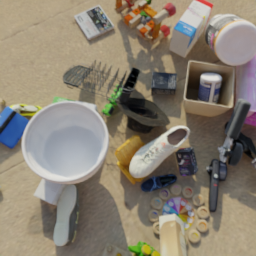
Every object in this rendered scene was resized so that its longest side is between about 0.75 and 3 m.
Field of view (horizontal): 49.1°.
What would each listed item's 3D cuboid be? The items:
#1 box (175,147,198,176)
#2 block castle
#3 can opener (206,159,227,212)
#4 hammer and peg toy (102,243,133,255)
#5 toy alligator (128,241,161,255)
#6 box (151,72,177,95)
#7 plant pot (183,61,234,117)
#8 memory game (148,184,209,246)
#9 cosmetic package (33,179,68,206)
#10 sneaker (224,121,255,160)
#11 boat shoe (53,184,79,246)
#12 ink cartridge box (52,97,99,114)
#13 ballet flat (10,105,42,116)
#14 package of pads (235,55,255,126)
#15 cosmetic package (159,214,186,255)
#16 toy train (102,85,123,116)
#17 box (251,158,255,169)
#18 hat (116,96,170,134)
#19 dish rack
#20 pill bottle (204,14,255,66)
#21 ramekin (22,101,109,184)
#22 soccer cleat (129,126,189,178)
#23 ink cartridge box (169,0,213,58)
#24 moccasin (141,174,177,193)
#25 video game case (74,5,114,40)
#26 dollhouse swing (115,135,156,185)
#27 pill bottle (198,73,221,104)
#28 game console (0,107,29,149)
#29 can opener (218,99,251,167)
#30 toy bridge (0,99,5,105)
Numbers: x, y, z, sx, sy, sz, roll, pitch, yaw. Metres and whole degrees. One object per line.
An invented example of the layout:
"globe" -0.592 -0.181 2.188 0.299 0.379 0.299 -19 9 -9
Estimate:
"box" 2.084 1.191 9.947 0.554 0.481 0.906 -8 102 33
"block castle" 0.715 -5.048 11.827 1.287 1.833 2.743 -42 76 -15
"can opener" 3.053 2.011 9.864 0.740 0.597 1.883 7 70 18
"hammer and peg toy" -0.527 4.599 8.961 1.071 0.513 1.456 22 71 8
"toy alligator" 0.843 4.205 9.110 1.963 0.582 0.533 35 33 -8
"box" 1.437 -1.781 11.283 0.997 0.534 0.740 5 71 4
"plant pot" 2.902 -1.303 10.605 1.684 1.491 1.682 10 68 4
"memory game" 1.773 3.015 9.748 2.150 0.137 2.150 0 69 0
"cosmetic package" -2.660 2.132 9.752 0.738 0.742 0.887 22 71 8
"sneaker" 4.243 0.457 10.476 0.810 0.467 1.554 6 50 -35
"boat shoe" -2.011 2.953 9.532 0.710 0.594 1.987 -5 66 30
"ink cartridge box" -2.208 0.175 10.348 1.667 0.960 2.284 13 70 5
"ballet flat" -4.071 -0.716 10.924 1.510 0.506 0.505 3 73 1
"package of pads" 5.053 -1.501 10.716 1.735 1.090 2.880 13 70 -10
"cosmetic package" 1.414 3.658 8.769 0.580 0.859 1.633 -18 47 22
"toy train" -0.538 -1.116 11.064 0.436 0.323 1.546 5 59 45
"box" 5.423 1.280 9.785 1.985 0.487 1.600 -34 83 -32
"hat" 0.441 -0.341 10.463 2.246 0.906 2.246 16 27 -8
"dish rack" -1.012 -1.915 10.645 2.729 0.744 2.093 17 33 2
"pill bottle" 3.845 -3.493 10.755 1.552 1.552 2.667 1 29 0
"ramekin" -1.892 0.580 8.941 2.579 1.354 2.579 1 69 -2
"soccer cleat" 1.054 0.751 9.597 2.516 0.976 0.872 -39 86 -11
"ink cartridge box" 2.746 -4.373 11.782 0.820 1.417 2.440 31 73 12
"moccasin" 1.085 1.890 9.991 1.344 0.458 0.541 -20 71 -7
"video game case" -1.535 -4.757 12.608 1.302 0.167 1.433 -29 72 -10
"dollhouse swing" 0.307 1.102 9.904 1.256 1.104 1.141 -38 66 -13
"pill bottle" 3.050 -1.329 10.612 0.746 1.345 0.746 0 33 0
"game console" -4.548 -0.024 10.738 1.079 0.748 1.265 27 78 44
"can opener" 3.783 0.175 9.850 0.783 0.620 2.357 11 106 -2
"toy bridge" -5.617 -1.279 11.148 1.465 0.492 0.199 18 70 7
